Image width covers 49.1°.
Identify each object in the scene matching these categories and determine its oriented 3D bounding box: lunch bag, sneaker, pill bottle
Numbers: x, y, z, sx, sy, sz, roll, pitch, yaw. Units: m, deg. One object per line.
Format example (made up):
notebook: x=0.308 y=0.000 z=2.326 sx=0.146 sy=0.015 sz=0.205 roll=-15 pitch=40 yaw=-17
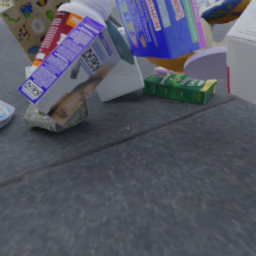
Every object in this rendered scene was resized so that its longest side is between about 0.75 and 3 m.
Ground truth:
lunch bag: x=-2.307 y=-0.509 z=8.887 sx=1.335 sy=0.957 sz=1.628 roll=12 pitch=34 yaw=27
sneaker: x=2.168 y=-3.276 z=7.337 sx=0.982 sy=1.150 sz=2.609 roll=2 pitch=2 yaw=-18
pill bottle: x=-1.465 y=-2.322 z=7.601 sx=1.458 sy=2.581 sz=1.458 roll=23 pitch=-3 yaw=1
sneaker: x=-0.597 y=-4.284 z=9.273 sx=0.923 sy=1.052 sz=2.625 roll=32 pitch=9 yaw=13

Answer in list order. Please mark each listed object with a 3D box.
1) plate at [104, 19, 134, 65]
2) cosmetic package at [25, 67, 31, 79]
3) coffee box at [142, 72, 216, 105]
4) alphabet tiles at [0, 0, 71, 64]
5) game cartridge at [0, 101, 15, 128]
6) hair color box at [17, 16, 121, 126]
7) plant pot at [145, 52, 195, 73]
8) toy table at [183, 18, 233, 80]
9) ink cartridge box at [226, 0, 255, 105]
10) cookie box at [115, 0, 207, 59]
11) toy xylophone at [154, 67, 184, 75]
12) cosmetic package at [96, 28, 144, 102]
plate: x=-0.341 y=-2.548 z=8.488 sx=0.205 sy=1.600 sz=1.600 roll=-35 pitch=34 yaw=-5
cosmetic package: x=-3.885 y=-1.956 z=11.772 sx=0.777 sy=0.921 sz=1.723 roll=-10 pitch=27 yaw=-19
coffee box: x=2.132 y=-1.727 z=11.652 sx=2.697 sy=0.593 sz=1.659 roll=15 pitch=31 yaw=28
alphabet tiles: x=-2.210 y=-3.082 z=8.426 sx=2.472 sy=2.971 sz=0.094 roll=-44 pitch=37 yaw=-22
game cartridge: x=-4.420 y=-0.509 z=8.922 sx=1.251 sy=0.380 sz=1.877 roll=30 pitch=18 yaw=-11
hair color box: x=-1.129 y=-1.129 z=5.780 sx=0.656 sy=1.107 sz=2.026 roll=39 pitch=84 yaw=25
plant pot: x=1.883 y=-3.678 z=10.582 sx=2.383 sy=2.182 sz=2.383 roll=12 pitch=42 yaw=-11
toy table: x=2.158 y=-1.873 z=6.855 sx=1.652 sy=0.967 sz=1.518 roll=-4 pitch=-24 yaw=39
ink cartridge box: x=2.669 y=-1.676 z=4.974 sx=0.917 sy=1.581 sz=2.142 roll=27 pitch=72 yaw=33
cookie box: x=0.522 y=-2.511 z=5.958 sx=0.847 sy=1.928 sz=2.254 roll=-24 pitch=22 yaw=-10
toy xylophone: x=2.391 y=-2.829 z=13.815 sx=1.798 sy=0.617 sz=2.456 roll=12 pitch=30 yaw=22
cosmetic package: x=-0.573 y=-2.518 z=11.027 sx=1.793 sy=2.174 sz=1.792 roll=-18 pitch=25 yaw=8
